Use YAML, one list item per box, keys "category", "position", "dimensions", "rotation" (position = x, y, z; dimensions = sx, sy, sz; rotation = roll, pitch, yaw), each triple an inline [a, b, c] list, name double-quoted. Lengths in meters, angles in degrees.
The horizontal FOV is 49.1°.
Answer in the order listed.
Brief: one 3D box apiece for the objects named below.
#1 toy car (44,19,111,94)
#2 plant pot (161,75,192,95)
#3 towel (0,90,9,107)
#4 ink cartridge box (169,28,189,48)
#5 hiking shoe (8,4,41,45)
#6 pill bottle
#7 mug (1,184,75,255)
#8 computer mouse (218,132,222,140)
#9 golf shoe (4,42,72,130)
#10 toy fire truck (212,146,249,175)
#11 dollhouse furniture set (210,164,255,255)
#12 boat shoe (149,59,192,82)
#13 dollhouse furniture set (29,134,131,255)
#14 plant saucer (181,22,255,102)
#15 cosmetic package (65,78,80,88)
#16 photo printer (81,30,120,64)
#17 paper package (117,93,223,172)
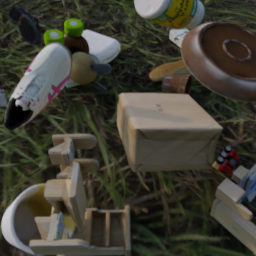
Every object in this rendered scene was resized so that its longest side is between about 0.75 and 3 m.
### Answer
- category: "toy car"
  position: [-1.872, -2.684, 11.777]
  dimensions: [2.853, 2.344, 2.251]
  rotation: [33, 54, 15]
- category: "plant pot"
  position: [2.007, -1.756, 11.696]
  dimensions: [1.040, 1.050, 1.050]
  rotation: [13, 47, 23]
- category: "towel"
  position: [-5.305, -1.237, 11.376]
  dimensions: [0.803, 0.665, 0.344]
  rotation: [1, 42, 1]
- category: "ink cartridge box"
  position: [2.886, -4.782, 14.842]
  dimensions: [0.897, 0.508, 1.223]
  rotation: [-20, 50, -18]
- category: "hiking shoe"
  position: [-3.369, -3.571, 9.739]
  dimensions: [1.765, 0.668, 0.888]
  rotation: [55, 31, 14]
- category: "pill bottle"
  position: [1.738, -4.759, 10.911]
  dimensions: [2.856, 1.611, 1.611]
  rotation: [-3, 37, -47]
- category: "mug"
  position: [-2.266, 2.377, 7.266]
  dimensions: [2.009, 1.649, 1.609]
  rotation: [1, 70, -40]
- category: "computer mouse"
  position: [3.007, 0.064, 10.405]
  dimensions: [0.998, 0.263, 0.691]
  rotation: [11, 48, 10]
- category: "golf shoe"
  position: [-2.306, -0.952, 7.186]
  dimensions: [0.976, 2.688, 1.238]
  rotation: [33, 31, -16]
- category: "toy fire truck"
  position: [3.429, 1.165, 9.172]
  dimensions: [1.025, 0.659, 0.902]
  rotation: [38, 55, 17]
- category: "dollhouse furniture set"
  position: [3.617, 1.761, 7.441]
  dimensions: [2.346, 2.215, 1.531]
  rotation: [-39, 57, -17]
- category: "boat shoe"
  position: [2.117, -2.437, 12.431]
  dimensions: [2.299, 0.795, 0.848]
  rotation: [-15, 47, 14]
- category: "dollhouse furniture set"
  position: [-0.863, 2.012, 6.759]
  dimensions: [1.859, 2.856, 2.624]
  rotation: [-1, 46, -2]
- category: "plant saucer"
  position: [2.707, -1.861, 7.169]
  dimensions: [2.726, 0.437, 2.726]
  rotation: [7, 55, -10]
- category: "cosmetic package"
  position: [-2.434, -2.061, 12.427]
  dimensions: [0.754, 0.279, 0.384]
  rotation: [-21, 49, -16]
- category: "photo printer"
  position: [-1.680, -3.882, 13.778]
  dimensions: [2.328, 0.808, 1.937]
  rotation: [25, 50, 21]
- category: "paper package"
  position: [0.969, -0.003, 7.636]
  dimensions: [2.275, 1.235, 2.387]
  rotation: [-1, 27, -10]
